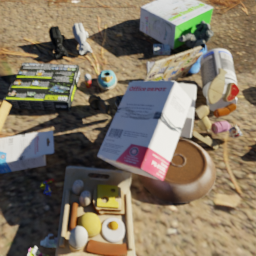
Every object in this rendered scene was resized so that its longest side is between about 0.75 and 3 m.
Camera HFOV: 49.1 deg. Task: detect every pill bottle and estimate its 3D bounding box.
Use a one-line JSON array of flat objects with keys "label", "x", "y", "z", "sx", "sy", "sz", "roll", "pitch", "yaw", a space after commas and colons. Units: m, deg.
[{"label": "pill bottle", "x": 3.604, "y": -1.891, "z": 11.191, "sx": 1.311, "sy": 1.311, "sz": 2.305, "roll": 2, "pitch": 61, "yaw": 2}]

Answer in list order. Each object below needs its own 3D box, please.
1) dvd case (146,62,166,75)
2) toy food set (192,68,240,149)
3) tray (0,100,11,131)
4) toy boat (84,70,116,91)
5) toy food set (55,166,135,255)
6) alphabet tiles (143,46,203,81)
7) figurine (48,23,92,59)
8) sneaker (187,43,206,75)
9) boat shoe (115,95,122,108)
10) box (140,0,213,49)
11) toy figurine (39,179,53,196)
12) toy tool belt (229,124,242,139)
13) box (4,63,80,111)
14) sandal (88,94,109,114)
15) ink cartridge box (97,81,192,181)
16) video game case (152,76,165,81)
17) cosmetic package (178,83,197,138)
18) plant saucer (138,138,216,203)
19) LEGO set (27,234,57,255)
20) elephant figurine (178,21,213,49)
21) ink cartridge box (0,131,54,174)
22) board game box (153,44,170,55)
[{"label": "dvd case", "x": 1.390, "y": -2.419, "z": 12.171, "sx": 1.193, "sy": 0.887, "sz": 0.095, "roll": -2, "pitch": 7, "yaw": -8}, {"label": "toy food set", "x": 3.154, "y": -0.632, "z": 9.915, "sx": 1.619, "sy": 0.401, "sz": 2.547, "roll": 30, "pitch": 84, "yaw": -20}, {"label": "tray", "x": -4.890, "y": 0.105, "z": 9.441, "sx": 1.102, "sy": 0.414, "sz": 2.234, "roll": 7, "pitch": 70, "yaw": 24}, {"label": "toy boat", "x": -1.180, "y": -2.062, "z": 11.969, "sx": 1.372, "sy": 0.638, "sz": 1.153, "roll": -8, "pitch": 49, "yaw": -8}, {"label": "toy food set", "x": -0.789, "y": 2.270, "z": 7.552, "sx": 2.033, "sy": 0.856, "sz": 2.833, "roll": 7, "pitch": 42, "yaw": -10}, {"label": "alphabet tiles", "x": 1.588, "y": -2.089, "z": 10.824, "sx": 2.856, "sy": 2.388, "sz": 0.108, "roll": -25, "pitch": 74, "yaw": -31}, {"label": "figurine", "x": -2.841, "y": -4.219, "z": 13.912, "sx": 1.955, "sy": 0.841, "sz": 1.907, "roll": -12, "pitch": 57, "yaw": -11}, {"label": "sneaker", "x": 3.143, "y": -3.221, "z": 12.945, "sx": 0.644, "sy": 0.766, "sz": 1.953, "roll": 22, "pitch": 53, "yaw": 16}, {"label": "boat shoe", "x": -0.252, "y": -0.881, "z": 10.985, "sx": 0.311, "sy": 0.399, "sz": 0.879, "roll": -15, "pitch": 51, "yaw": -27}, {"label": "box", "x": 2.480, "y": -5.758, "z": 14.771, "sx": 2.885, "sy": 1.395, "sz": 2.546, "roll": -34, "pitch": 56, "yaw": -26}, {"label": "toy figurine", "x": -2.404, "y": 1.850, "z": 8.506, "sx": 0.408, "sy": 0.774, "sz": 0.463, "roll": -19, "pitch": 91, "yaw": -8}, {"label": "toy tool belt", "x": 3.685, "y": 0.097, "z": 9.727, "sx": 0.486, "sy": 0.778, "sz": 0.478, "roll": -24, "pitch": 75, "yaw": 18}, {"label": "box", "x": -3.483, "y": -1.771, "z": 11.749, "sx": 2.571, "sy": 0.611, "sz": 2.483, "roll": 2, "pitch": 50, "yaw": 1}, {"label": "sandal", "x": -1.209, "y": -0.864, "z": 10.658, "sx": 0.422, "sy": 0.632, "sz": 1.548, "roll": -17, "pitch": 31, "yaw": -28}, {"label": "ink cartridge box", "x": 0.511, "y": -0.002, "z": 8.615, "sx": 1.969, "sy": 1.147, "sz": 2.721, "roll": 8, "pitch": 70, "yaw": 46}, {"label": "video game case", "x": 0.970, "y": -1.399, "z": 9.996, "sx": 0.895, "sy": 0.990, "sz": 0.126, "roll": -23, "pitch": 62, "yaw": 18}, {"label": "cosmetic package", "x": 1.859, "y": -0.722, "z": 10.345, "sx": 1.178, "sy": 0.929, "sz": 2.190, "roll": 7, "pitch": 40, "yaw": 13}, {"label": "plant saucer", "x": 1.584, "y": 1.176, "z": 9.126, "sx": 2.594, "sy": 0.474, "sz": 2.594, "roll": 0, "pitch": 47, "yaw": 0}, {"label": "LEGO set", "x": -1.976, "y": 3.736, "z": 6.548, "sx": 1.156, "sy": 0.935, "sz": 2.513, "roll": -9, "pitch": 48, "yaw": -9}, {"label": "elephant figurine", "x": 3.236, "y": -4.363, "z": 13.818, "sx": 1.680, "sy": 1.303, "sz": 1.188, "roll": -40, "pitch": 19, "yaw": -1}, {"label": "ink cartridge box", "x": -3.389, "y": 0.791, "z": 9.413, "sx": 1.850, "sy": 0.617, "sz": 1.071, "roll": -9, "pitch": 49, "yaw": -8}, {"label": "board game box", "x": 1.654, "y": -3.879, "z": 13.863, "sx": 0.801, "sy": 0.257, "sz": 0.591, "roll": 1, "pitch": 47, "yaw": -1}]
